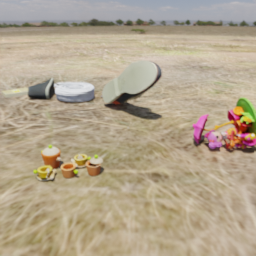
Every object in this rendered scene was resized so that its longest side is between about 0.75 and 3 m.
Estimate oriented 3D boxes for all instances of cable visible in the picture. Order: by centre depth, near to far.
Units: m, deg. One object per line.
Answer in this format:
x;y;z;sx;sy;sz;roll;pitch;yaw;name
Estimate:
-2.182;-1.458;11.490;1.586;0.549;1.586;-6;24;-19;cable

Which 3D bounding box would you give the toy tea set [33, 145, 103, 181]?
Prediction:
-1.312;0.706;6.216;1.482;0.549;0.881;-3;23;-7;toy tea set

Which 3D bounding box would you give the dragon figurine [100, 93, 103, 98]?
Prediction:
-0.743;-1.322;11.528;0.873;0.257;0.434;1;23;7;dragon figurine

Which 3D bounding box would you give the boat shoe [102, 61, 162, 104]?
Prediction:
0.211;-1.484;9.686;0.926;1.054;2.961;2;-14;-35;boat shoe

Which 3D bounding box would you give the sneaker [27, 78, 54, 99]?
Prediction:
-3.701;-1.741;12.007;0.919;0.647;1.730;1;24;-4;sneaker

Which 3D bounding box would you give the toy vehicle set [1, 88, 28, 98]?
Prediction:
-4.868;-1.545;12.217;1.074;0.142;0.667;-15;27;-33;toy vehicle set

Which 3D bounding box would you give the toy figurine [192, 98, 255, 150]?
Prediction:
2.524;0.126;7.389;1.542;1.258;1.675;-14;48;0;toy figurine
